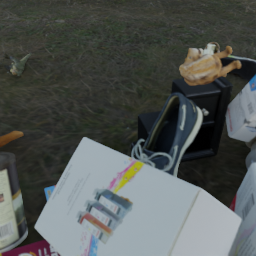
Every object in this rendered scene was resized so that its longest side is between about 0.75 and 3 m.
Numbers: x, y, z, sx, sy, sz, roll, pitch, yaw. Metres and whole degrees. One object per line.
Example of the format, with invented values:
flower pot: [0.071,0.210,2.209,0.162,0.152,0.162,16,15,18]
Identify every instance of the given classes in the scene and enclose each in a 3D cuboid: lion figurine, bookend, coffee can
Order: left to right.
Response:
coffee can: [-2.489,1.318,5.009,1.113,1.520,1.113,-5,11,1]
bookend: [1.216,-0.217,6.953,2.108,2.121,0.977,-8,37,-12]
lion figurine: [1.420,-1.077,5.415,1.067,1.742,0.631,-24,83,0]

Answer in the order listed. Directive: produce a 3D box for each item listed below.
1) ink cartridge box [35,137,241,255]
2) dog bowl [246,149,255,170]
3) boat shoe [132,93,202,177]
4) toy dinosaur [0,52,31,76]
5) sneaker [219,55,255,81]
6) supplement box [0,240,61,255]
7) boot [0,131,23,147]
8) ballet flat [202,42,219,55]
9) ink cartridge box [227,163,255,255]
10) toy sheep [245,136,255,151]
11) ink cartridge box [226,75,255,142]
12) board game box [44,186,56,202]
ink cartridge box: [0.122,1.351,3.951,2.160,1.570,1.562,20,78,44]
dog bowl: [3.418,0.987,5.469,2.092,2.092,0.613,9,58,13]
boat shoe: [0.642,0.573,5.761,1.012,0.836,2.703,27,86,50]
toy dinosaur: [-4.799,-2.701,11.762,1.029,0.554,2.335,9,34,-12]
sneaker: [4.696,-2.575,11.327,0.938,0.812,2.266,-28,44,-33]
supplement box: [-1.498,2.276,4.698,1.166,0.499,0.643,-12,64,-17]
boot: [-3.296,0.456,7.123,1.331,0.456,1.253,-24,9,-34]
ballet flat: [3.313,-2.968,11.802,0.902,0.892,2.651,13,38,18]
ink cartridge box: [2.211,1.959,4.327,0.938,1.650,2.264,13,38,7]
toy sheep: [3.640,-0.075,7.027,1.678,1.678,2.435,6,65,8]
ink cartridge box: [2.768,-0.416,6.243,0.537,1.251,0.916,14,52,-9]
board game box: [-1.009,1.641,5.896,1.236,0.353,1.263,-14,38,-18]
